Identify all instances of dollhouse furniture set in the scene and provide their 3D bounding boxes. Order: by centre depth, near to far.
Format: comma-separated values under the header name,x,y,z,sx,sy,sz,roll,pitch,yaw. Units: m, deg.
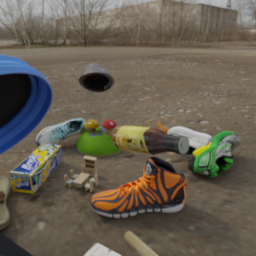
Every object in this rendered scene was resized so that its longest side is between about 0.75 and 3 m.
name,x,y,z,sx,sy,sz,roll,pitch,yaw
dollhouse furniture set,-1.358,1.395,8.713,0.906,0.642,0.986,8,23,20

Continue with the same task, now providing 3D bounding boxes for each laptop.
name,x,y,z,sx,sy,sz,roll,pitch,yaw
laptop,-2.722,2.860,4.072,1.515,2.614,2.448,46,39,12

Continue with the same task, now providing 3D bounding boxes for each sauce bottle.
name,x,y,z,sx,sy,sz,roll,pitch,yaw
sauce bottle,0.453,0.287,6.304,0.634,0.634,1.921,-20,15,-40

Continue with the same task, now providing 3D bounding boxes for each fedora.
name,x,y,z,sx,sy,sz,roll,pitch,yaw
fedora,-0.700,-1.141,6.199,0.763,0.390,0.863,-14,-25,20

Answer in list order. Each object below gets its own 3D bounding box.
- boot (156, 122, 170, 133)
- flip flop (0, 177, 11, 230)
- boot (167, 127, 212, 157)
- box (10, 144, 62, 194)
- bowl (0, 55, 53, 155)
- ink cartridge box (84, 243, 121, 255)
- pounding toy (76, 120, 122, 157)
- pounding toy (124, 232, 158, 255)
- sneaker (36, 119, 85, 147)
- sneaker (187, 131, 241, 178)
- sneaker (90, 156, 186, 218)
name,x,y,z,sx,sy,sz,roll,pitch,yaw
boot,1.617,0.038,12.419,0.766,0.378,0.987,6,23,14
flip flop,-3.610,1.892,7.377,1.008,0.715,2.485,-5,23,-13
boot,2.155,0.547,10.719,2.058,0.757,0.984,10,33,44
box,-2.892,1.245,9.049,0.723,0.664,2.065,5,22,11
bowl,-2.720,-0.185,5.080,2.804,2.804,0.550,-25,71,-47
ink cartridge box,-0.497,2.786,5.674,0.808,0.343,0.588,15,27,30
pounding toy,-1.132,0.087,11.249,1.930,1.160,2.501,-4,23,-10
pounding toy,-0.075,2.668,3.863,2.947,1.685,1.691,-25,7,32
sneaker,-2.608,0.110,10.970,2.112,0.820,0.912,-31,3,-32
sneaker,3.179,0.969,9.600,2.587,1.010,1.102,-29,43,-35
sneaker,0.274,1.483,7.413,2.577,1.444,1.000,-4,22,-9
